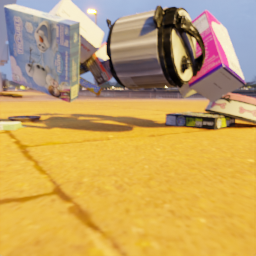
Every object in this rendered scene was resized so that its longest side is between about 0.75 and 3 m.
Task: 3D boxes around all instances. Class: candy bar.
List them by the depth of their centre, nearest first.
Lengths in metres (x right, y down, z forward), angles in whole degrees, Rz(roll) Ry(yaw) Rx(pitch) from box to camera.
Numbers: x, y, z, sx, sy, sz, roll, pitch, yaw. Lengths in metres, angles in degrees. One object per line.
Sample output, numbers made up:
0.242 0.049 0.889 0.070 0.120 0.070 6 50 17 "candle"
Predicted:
-1.759 -1.775 10.957 1.648 0.411 0.183 29 -15 -3 "candy bar"

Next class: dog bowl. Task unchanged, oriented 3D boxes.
4.815 -0.882 12.460 2.647 0.976 2.647 14 6 -1 "dog bowl"

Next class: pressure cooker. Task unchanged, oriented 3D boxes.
1.047 -2.520 9.153 2.866 2.560 2.521 2 16 32 "pressure cooker"

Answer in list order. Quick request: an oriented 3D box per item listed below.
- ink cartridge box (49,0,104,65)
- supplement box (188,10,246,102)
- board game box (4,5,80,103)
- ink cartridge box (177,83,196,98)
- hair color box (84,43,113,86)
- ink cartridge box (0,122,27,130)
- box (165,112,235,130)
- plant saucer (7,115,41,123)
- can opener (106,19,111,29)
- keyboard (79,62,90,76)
-2.560 -3.305 10.795 2.690 1.133 1.945 -23 -46 39 "ink cartridge box"
3.070 -2.721 10.636 1.484 2.932 1.515 23 -39 -36 "supplement box"
-3.004 -2.580 9.864 2.757 2.770 0.601 21 36 19 "board game box"
2.326 -2.621 12.602 0.876 1.542 2.117 -26 46 14 "ink cartridge box"
-0.951 -2.901 12.150 0.718 1.245 2.246 -19 24 30 "hair color box"
-4.857 -0.109 11.658 0.859 0.283 1.181 0 9 3 "ink cartridge box"
3.189 -0.356 12.427 2.445 0.541 1.959 7 10 42 "box"
-5.242 -0.448 14.210 1.625 0.261 1.625 -1 7 0 "plant saucer"
-0.833 -4.659 12.979 0.251 0.791 0.311 -12 17 33 "can opener"
-2.411 -3.597 14.892 2.607 1.357 0.517 -22 -15 8 "keyboard"
